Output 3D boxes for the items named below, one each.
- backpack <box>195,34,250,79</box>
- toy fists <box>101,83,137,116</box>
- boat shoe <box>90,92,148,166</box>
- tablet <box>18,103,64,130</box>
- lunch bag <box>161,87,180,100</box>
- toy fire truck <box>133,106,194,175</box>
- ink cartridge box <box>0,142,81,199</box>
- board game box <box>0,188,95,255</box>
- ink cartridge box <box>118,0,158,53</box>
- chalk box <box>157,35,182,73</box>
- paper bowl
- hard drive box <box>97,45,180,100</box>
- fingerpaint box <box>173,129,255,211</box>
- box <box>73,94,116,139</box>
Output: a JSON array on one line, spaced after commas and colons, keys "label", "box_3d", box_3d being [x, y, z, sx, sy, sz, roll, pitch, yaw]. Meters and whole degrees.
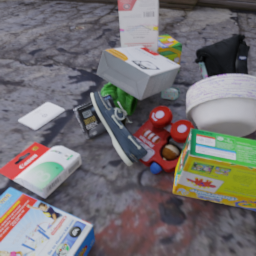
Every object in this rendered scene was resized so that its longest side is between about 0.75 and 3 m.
[{"label": "backpack", "box_3d": [3.930, -2.272, 11.261, 2.024, 2.426, 1.535, -17, 11, 18]}, {"label": "toy fists", "box_3d": [-0.249, -1.605, 11.660, 1.481, 0.999, 2.905, 10, 41, 13]}, {"label": "boat shoe", "box_3d": [-0.326, -0.124, 8.858, 0.833, 1.008, 2.693, -32, 69, 5]}, {"label": "tablet", "box_3d": [-3.379, -0.495, 10.972, 1.016, 0.107, 1.561, 23, 44, 26]}, {"label": "lunch bag", "box_3d": [1.820, -1.501, 11.949, 0.653, 0.467, 0.766, 13, 26, 24]}, {"label": "toy fire truck", "box_3d": [1.128, 0.543, 8.999, 1.872, 1.250, 2.230, -45, 53, -10]}, {"label": "ink cartridge box", "box_3d": [-2.770, 1.094, 8.696, 2.064, 0.517, 1.661, 22, 43, 23]}, {"label": "board game box", "box_3d": [-2.507, 2.894, 6.226, 2.571, 0.734, 2.626, 17, 42, 21]}, {"label": "ink cartridge box", "box_3d": [0.486, -4.293, 12.079, 1.625, 2.790, 0.941, 0, 38, 5]}, {"label": "chalk box", "box_3d": [1.152, -3.382, 13.482, 2.403, 1.500, 1.489, -16, 41, -17]}, {"label": "paper bowl", "box_3d": [3.228, -0.536, 9.172, 2.624, 2.624, 1.365, 4, 69, 5]}, {"label": "hard drive box", "box_3d": [0.467, -2.231, 10.807, 2.073, 1.022, 2.660, 33, 32, 19]}, {"label": "fingerpaint box", "box_3d": [2.451, 1.093, 6.954, 2.322, 1.937, 0.852, 11, 51, 5]}, {"label": "box", "box_3d": [-1.080, -0.416, 10.039, 1.467, 1.157, 0.365, -27, 11, -30]}]
